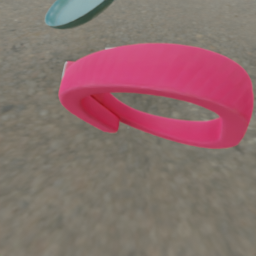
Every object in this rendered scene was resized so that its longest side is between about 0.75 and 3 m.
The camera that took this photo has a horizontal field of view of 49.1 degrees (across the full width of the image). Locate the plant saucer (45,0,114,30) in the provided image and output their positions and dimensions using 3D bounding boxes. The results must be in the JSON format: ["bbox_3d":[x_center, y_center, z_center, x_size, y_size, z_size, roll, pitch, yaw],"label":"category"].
[{"bbox_3d":[-1.315,-3.904,8.591,2.786,0.382,2.786,-18,46,19],"label":"plant saucer"}]

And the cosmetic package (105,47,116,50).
[{"bbox_3d":[-0.361,-2.573,10.750,0.954,0.799,0.794,-7,40,-7],"label":"cosmetic package"}]

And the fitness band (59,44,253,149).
[{"bbox_3d":[0.368,-0.194,3.344,1.984,2.762,0.517,9,80,18],"label":"fitness band"}]
